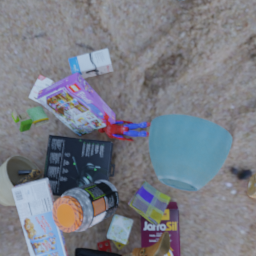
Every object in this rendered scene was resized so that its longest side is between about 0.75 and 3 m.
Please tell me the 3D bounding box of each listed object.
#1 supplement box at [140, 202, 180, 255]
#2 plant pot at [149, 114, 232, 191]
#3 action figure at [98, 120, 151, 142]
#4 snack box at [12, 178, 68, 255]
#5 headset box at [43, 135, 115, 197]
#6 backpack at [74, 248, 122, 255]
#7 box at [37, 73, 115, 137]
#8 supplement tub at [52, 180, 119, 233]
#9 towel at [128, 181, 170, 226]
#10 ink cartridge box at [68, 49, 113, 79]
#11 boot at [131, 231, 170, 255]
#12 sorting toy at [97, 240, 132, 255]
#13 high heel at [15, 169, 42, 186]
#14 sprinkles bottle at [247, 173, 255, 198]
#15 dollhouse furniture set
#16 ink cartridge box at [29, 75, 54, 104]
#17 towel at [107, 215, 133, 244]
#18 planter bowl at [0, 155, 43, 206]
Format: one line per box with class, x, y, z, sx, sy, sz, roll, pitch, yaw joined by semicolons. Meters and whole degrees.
supplement box;1.099;3.867;9.690;1.325;1.028;2.400;-2;88;4
plant pot;1.545;0.839;7.690;2.284;2.284;1.538;17;70;1
action figure;0.020;0.091;10.307;2.288;0.591;0.749;2;81;5
snack box;-2.641;3.073;8.598;1.045;0.353;2.907;-14;95;-5
headset box;-1.651;1.390;9.930;2.359;1.094;2.054;5;85;0
backpack;-0.989;5.088;8.709;1.808;1.704;2.217;17;73;-12
box;-1.659;-0.680;9.383;1.554;2.272;0.444;-20;48;21
supplement tub;-1.202;2.265;8.184;1.184;1.932;1.184;0;91;29
towel;0.703;2.316;8.758;1.077;1.500;0.171;34;119;10
ink cartridge box;-1.331;-2.282;10.206;1.434;1.041;0.600;-15;86;-1
boot;0.675;3.811;8.647;0.526;1.066;1.373;48;49;-30
sorting toy;-0.265;5.222;10.003;1.319;0.463;2.736;-13;86;-1
high heel;-3.536;2.048;9.979;0.853;0.427;1.196;-1;62;-2
sprinkles bottle;5.741;2.501;9.927;2.783;0.950;0.950;21;86;1
dollhouse furniture set;-2.930;-0.382;8.585;1.013;0.508;0.664;-23;75;-36
ink cartridge box;-3.246;-1.420;10.513;0.559;0.324;0.960;26;85;1
towel;-0.276;3.444;9.537;0.715;0.201;0.835;14;63;15
planter bowl;-3.913;1.981;9.702;1.162;1.726;1.726;-35;87;14
